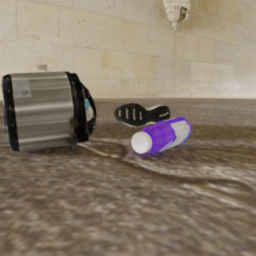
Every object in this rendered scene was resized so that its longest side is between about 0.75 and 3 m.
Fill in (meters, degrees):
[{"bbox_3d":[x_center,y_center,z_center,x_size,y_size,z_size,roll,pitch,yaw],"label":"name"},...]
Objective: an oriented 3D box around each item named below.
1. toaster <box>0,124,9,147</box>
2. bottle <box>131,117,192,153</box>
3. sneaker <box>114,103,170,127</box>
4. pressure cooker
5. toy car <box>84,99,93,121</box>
[{"bbox_3d":[-4.017,0.260,9.002,0.571,0.502,0.884,1,44,-7],"label":"toaster"},{"bbox_3d":[0.989,0.237,8.133,2.316,0.756,0.967,-12,-29,-53],"label":"bottle"},{"bbox_3d":[0.556,-0.524,12.557,2.785,1.029,1.104,1,-3,-33],"label":"sneaker"},{"bbox_3d":[-2.280,-0.518,8.408,2.655,2.335,2.371,-8,11,-21],"label":"pressure cooker"},{"bbox_3d":[-2.515,-0.699,13.697,1.882,1.806,2.042,33,-6,39],"label":"toy car"}]
